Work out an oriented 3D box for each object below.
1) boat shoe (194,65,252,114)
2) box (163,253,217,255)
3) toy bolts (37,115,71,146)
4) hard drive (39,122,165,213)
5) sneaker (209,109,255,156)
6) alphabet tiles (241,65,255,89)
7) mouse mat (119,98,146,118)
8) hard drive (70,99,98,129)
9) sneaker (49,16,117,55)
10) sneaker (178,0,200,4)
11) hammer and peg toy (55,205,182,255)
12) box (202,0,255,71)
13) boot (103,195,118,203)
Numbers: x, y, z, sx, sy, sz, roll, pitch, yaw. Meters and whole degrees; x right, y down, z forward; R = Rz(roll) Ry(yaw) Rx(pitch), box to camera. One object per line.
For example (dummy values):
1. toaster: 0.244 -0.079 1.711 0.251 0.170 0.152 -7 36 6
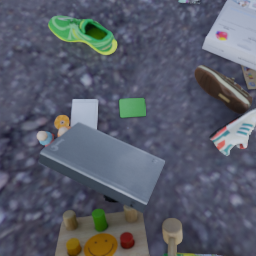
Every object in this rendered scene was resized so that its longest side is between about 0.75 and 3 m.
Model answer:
1. boat shoe: 2.801 -1.213 8.202 1.868 0.690 0.691 45 62 9
2. box: 1.744 3.518 6.430 1.906 0.461 1.118 3 68 3
3. toy bolts: -1.986 0.068 7.559 0.975 0.676 0.931 -24 70 1
4. hard drive: -0.490 0.756 6.210 2.371 0.390 1.655 23 29 9
5. sneaker: 3.110 0.129 7.720 1.682 0.592 0.786 -30 83 -10
6. alphabet tiles: 4.228 -2.004 8.765 1.393 0.063 1.666 -5 69 -2
7. mouse mat: 0.125 -0.597 8.241 0.779 0.029 0.627 -4 69 0
8. hard drive: -1.265 -0.298 8.058 0.736 0.149 1.115 0 69 0
9. sneaker: -1.394 -3.080 8.692 2.298 0.960 0.851 22 71 9
10. sneaker: 2.390 -4.881 9.637 1.060 0.589 1.516 14 79 4
11. hammer and peg toy: -0.146 2.558 5.930 2.823 0.995 2.076 -7 26 0
12. box: 4.059 -3.316 8.931 2.312 0.610 2.965 26 69 11
13. boot: -0.177 1.530 7.249 0.936 0.346 0.767 0 67 8
